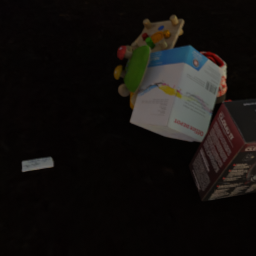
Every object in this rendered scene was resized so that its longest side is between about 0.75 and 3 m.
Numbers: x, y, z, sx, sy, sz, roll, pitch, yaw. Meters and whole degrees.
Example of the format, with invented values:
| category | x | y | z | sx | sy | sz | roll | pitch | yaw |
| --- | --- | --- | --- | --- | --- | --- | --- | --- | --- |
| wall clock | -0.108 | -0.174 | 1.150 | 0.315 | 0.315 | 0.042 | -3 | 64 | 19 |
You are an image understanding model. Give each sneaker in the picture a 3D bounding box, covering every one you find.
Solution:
| category | x | y | z | sx | sy | sz | roll | pitch | yaw |
| --- | --- | --- | --- | --- | --- | --- | --- | --- | --- |
| sneaker | 2.258 | -1.915 | 9.169 | 0.849 | 1.362 | 2.542 | -22 | 39 | -15 |

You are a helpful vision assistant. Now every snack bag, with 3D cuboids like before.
| category | x | y | z | sx | sy | sz | roll | pitch | yaw |
| --- | --- | --- | --- | --- | --- | --- | --- | --- | --- |
| snack bag | -2.405 | 0.980 | 7.482 | 0.813 | 0.092 | 0.862 | -7 | 11 | -20 |

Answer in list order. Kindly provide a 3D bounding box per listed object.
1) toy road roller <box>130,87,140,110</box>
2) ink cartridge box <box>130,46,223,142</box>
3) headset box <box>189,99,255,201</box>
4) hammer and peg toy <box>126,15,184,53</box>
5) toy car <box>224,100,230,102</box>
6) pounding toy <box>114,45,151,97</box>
| category | x | y | z | sx | sy | sz | roll | pitch | yaw |
| --- | --- | --- | --- | --- | --- | --- | --- | --- | --- |
| toy road roller | 0.822 | -1.261 | 9.212 | 1.270 | 1.069 | 1.739 | 23 | 43 | -18 |
| ink cartridge box | 1.295 | -0.838 | 7.566 | 1.514 | 1.521 | 2.073 | 8 | 80 | 53 |
| headset box | 2.942 | 0.457 | 6.460 | 2.201 | 2.961 | 1.111 | -7 | 54 | -11 |
| hammer and peg toy | 0.793 | -3.302 | 10.314 | 2.280 | 0.804 | 1.677 | 9 | 65 | 38 |
| toy car | 3.829 | -0.747 | 9.465 | 0.938 | 0.222 | 0.996 | -25 | 54 | -20 |
| pounding toy | -0.039 | -1.679 | 7.866 | 0.800 | 1.724 | 1.330 | 17 | 78 | -11 |
